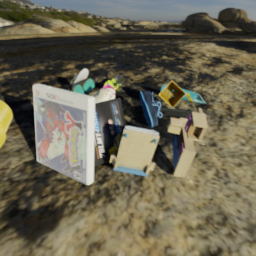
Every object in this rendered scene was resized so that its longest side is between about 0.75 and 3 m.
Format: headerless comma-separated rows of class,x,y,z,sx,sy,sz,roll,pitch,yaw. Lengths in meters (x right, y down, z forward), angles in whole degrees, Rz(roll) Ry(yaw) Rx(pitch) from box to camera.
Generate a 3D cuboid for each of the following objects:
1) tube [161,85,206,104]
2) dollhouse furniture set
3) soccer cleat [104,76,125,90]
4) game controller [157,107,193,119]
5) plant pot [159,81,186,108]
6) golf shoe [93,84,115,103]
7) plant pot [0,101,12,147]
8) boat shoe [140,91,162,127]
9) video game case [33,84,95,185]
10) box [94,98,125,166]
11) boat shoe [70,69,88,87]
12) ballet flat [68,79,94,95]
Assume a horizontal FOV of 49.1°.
tube,2.724,-1.673,14.036,2.305,0.581,0.892,20,-4,39
dollhouse furniture set,0.695,0.122,7.849,2.243,2.117,1.463,10,38,-4
soccer cleat,-0.886,-2.493,16.139,0.790,0.611,1.889,-20,14,38
game controller,1.823,-0.676,12.216,2.036,0.429,1.062,8,11,17
plant pot,1.975,-1.550,12.797,0.879,0.880,0.776,42,9,-5
golf shoe,-1.072,-1.136,11.848,0.949,1.153,2.520,32,21,-19
plant pot,-4.534,-0.131,8.981,1.582,1.582,1.488,4,38,10
boat shoe,0.988,-0.908,11.404,0.720,0.883,2.099,-7,49,-6
video game case,-1.820,0.144,7.743,2.196,2.410,0.277,16,23,33
box,-0.885,0.153,8.459,1.785,1.798,0.447,-18,14,-34
boat shoe,-2.707,-2.656,15.003,0.536,1.486,0.527,0,49,-56
ballet flat,-2.456,-1.761,13.904,0.898,0.893,2.626,-18,16,19
